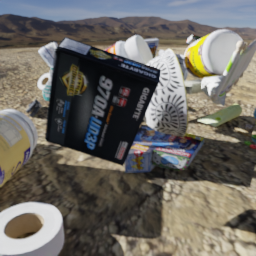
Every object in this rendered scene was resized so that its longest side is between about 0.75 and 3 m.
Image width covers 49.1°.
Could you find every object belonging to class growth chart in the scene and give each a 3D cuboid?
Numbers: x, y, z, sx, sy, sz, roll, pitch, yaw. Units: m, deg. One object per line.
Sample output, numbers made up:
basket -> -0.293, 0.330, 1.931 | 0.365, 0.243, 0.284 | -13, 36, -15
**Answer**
growth chart -> 3.380, -1.869, 8.479 | 0.263, 2.149, 2.970 | 35, 42, 19

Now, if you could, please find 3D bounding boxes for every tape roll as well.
tape roll -> -3.323, -1.845, 11.480 | 0.772, 0.772, 0.270 | 14, -15, 31
tape roll -> -2.341, 2.467, 6.458 | 1.700, 0.595, 1.700 | 0, 22, 0

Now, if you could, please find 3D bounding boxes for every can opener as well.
can opener -> -5.260, -1.047, 15.439 | 0.678, 0.541, 2.026 | -31, 21, 10

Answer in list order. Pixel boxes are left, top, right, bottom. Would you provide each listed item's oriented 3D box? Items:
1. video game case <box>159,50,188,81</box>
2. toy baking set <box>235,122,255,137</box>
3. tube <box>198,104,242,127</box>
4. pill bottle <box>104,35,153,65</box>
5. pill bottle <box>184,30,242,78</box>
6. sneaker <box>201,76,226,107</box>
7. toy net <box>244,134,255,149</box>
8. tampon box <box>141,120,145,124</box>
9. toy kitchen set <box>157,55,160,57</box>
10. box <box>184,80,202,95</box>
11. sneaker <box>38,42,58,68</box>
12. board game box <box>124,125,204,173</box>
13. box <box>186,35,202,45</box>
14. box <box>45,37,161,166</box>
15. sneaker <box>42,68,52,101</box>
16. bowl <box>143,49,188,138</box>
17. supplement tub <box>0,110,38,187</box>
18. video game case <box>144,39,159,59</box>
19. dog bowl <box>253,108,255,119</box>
video game case -> 2.100, -2.704, 13.928 | 0.247, 1.966, 2.160 | -1, 22, -36
toy baking set -> 5.546, 0.100, 12.884 | 1.152, 0.175, 1.501 | -10, 24, -30
tube -> 4.703, -0.580, 13.953 | 2.615, 0.679, 0.759 | -21, -11, -33
pill bottle -> -0.462, -2.309, 10.545 | 2.584, 1.475, 1.475 | -22, 11, 27
pill bottle -> 2.767, -2.417, 9.600 | 1.371, 1.371, 2.509 | -3, 7, -7
sneaker -> 3.495, -1.585, 11.430 | 1.068, 1.014, 2.653 | 10, 25, 16
toy net -> 5.476, 0.713, 11.147 | 0.843, 0.311, 1.608 | -10, 25, -24
tampon box -> -0.558, -0.422, 11.448 | 1.795, 1.512, 2.395 | -27, 1, 42
toy kitchen set -> 1.105, -2.537, 13.604 | 1.620, 1.461, 1.321 | 12, -16, 41
box -> 2.991, -1.862, 12.671 | 0.594, 0.494, 1.446 | 24, 25, 38
sneaker -> -2.511, -2.402, 11.595 | 0.957, 2.703, 0.987 | -40, 6, -8
board game box -> 1.092, 0.873, 10.085 | 2.626, 0.810, 2.625 | 12, 26, 26
box -> 3.053, -3.563, 11.750 | 1.072, 0.186, 0.590 | 15, -7, -11
box -> -0.750, -0.479, 6.832 | 2.263, 2.848, 0.655 | 19, 41, -4
sneaker -> -2.601, -1.526, 9.969 | 0.493, 1.271, 0.580 | 23, 2, 16
bowl -> 0.818, -0.921, 8.387 | 1.241, 2.644, 2.644 | -9, 23, -2
supplement tub -> -4.327, 0.710, 8.747 | 2.117, 2.117, 2.912 | 4, 22, 9
video game case -> 0.572, -3.064, 14.013 | 1.884, 2.631, 0.237 | -18, 43, -36
dog bowl -> 5.323, -0.331, 10.124 | 0.432, 0.970, 1.741 | -52, 39, -4
